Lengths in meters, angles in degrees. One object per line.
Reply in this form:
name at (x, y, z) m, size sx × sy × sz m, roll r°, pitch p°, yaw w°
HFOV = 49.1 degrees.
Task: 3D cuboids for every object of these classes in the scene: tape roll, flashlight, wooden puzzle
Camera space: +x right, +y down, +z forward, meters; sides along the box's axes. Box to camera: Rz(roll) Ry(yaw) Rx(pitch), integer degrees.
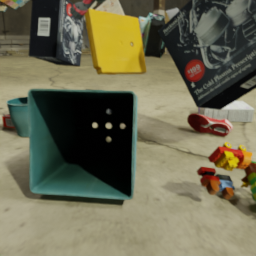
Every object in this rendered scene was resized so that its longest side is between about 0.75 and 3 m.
tape roll at (1.585, -3.405, 9.597) m, size 0.409 × 1.237 × 1.237 m, roll -13°, pitch 18°, yaw 5°
flashlight at (-0.999, -3.227, 6.983) m, size 1.130 × 0.384 × 0.382 m, roll -39°, pitch 9°, yaw 30°
wooden puzzle at (-2.949, -3.533, 7.483) m, size 0.814 × 0.096 × 1.373 m, roll 34°, pitch 73°, yaw 25°

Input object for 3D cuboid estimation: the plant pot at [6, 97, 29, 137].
plant pot at (-3.156, -0.337, 8.864) m, size 1.168 × 1.098 × 1.168 m, roll 0°, pitch 19°, yaw 0°

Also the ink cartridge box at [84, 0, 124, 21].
ink cartridge box at (-0.906, -4.047, 10.266) m, size 1.459 × 1.822 × 0.431 m, roll -41°, pitch 59°, yaw -2°

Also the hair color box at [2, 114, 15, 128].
hair color box at (-3.751, -0.378, 10.063) m, size 0.683 × 0.412 × 1.346 m, roll 6°, pitch 19°, yaw 22°

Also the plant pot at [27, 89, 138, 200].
plant pot at (-0.674, 0.115, 6.337) m, size 1.954 × 1.953 × 2.765 m, roll 2°, pitch 8°, yaw 7°

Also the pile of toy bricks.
pile of toy bricks at (2.417, 1.080, 5.060) m, size 2.227 × 1.235 × 1.099 m, roll 11°, pitch 43°, yaw -20°

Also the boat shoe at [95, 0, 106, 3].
boat shoe at (-0.561, -3.240, 5.991) m, size 0.538 × 0.457 × 1.478 m, roll -10°, pitch -24°, yaw -14°

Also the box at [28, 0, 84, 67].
box at (-2.052, -2.788, 8.244) m, size 0.894 × 1.717 × 1.563 m, roll 7°, pitch 6°, yaw 13°

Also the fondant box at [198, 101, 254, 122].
fondant box at (3.683, -0.656, 10.737) m, size 1.781 × 0.519 × 1.285 m, roll 2°, pitch 19°, yaw 3°

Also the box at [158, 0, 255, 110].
box at (2.529, -2.186, 6.909) m, size 1.417 × 2.478 × 2.721 m, roll 1°, pitch -30°, yaw -48°

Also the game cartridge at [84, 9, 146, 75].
game cartridge at (-0.381, -2.954, 9.932) m, size 2.401 × 2.117 × 0.390 m, roll -11°, pitch 3°, yaw -44°

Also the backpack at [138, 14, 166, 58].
backpack at (1.004, -3.932, 11.759) m, size 1.429 × 1.639 × 1.864 m, roll 10°, pitch 33°, yaw 6°

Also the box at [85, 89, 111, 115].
box at (-1.386, -0.906, 10.890) m, size 1.252 × 0.883 × 1.692 m, roll 5°, pitch 19°, yaw 15°

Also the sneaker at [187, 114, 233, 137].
sneaker at (2.732, -0.107, 9.275) m, size 1.455 × 0.570 × 0.841 m, roll 27°, pitch 21°, yaw 30°
